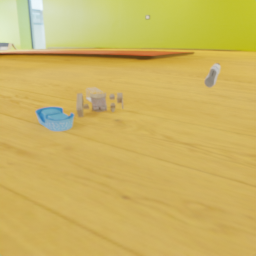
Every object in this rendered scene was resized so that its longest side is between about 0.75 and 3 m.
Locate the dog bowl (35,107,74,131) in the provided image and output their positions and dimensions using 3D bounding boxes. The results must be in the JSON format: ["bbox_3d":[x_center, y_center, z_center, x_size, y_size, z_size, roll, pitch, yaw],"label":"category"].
[{"bbox_3d":[-2.960,-0.368,11.304,1.127,0.501,2.022,-15,25,-36],"label":"dog bowl"}]

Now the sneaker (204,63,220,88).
[{"bbox_3d":[2.765,-1.678,9.056,0.363,0.995,0.352,38,69,15],"label":"sneaker"}]

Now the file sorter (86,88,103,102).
[{"bbox_3d":[-1.788,-1.747,14.891,0.663,0.595,0.955,-11,23,-25],"label":"file sorter"}]

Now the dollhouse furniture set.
[{"bbox_3d":[-1.226,-0.920,12.508,2.004,1.039,0.887,-2,59,-3],"label":"dollhouse furniture set"}]
